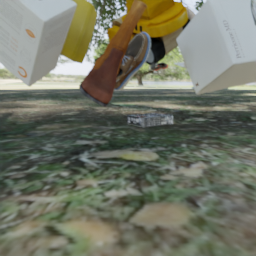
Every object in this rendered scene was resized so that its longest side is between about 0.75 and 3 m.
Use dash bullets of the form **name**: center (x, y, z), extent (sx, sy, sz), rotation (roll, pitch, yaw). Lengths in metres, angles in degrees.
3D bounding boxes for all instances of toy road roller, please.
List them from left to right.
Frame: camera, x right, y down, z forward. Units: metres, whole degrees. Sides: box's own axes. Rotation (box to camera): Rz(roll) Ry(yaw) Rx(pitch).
- **toy road roller**: center (0.479, -3.013, 7.524), extent (1.532, 1.820, 2.493), rotation (-37, 44, -18)

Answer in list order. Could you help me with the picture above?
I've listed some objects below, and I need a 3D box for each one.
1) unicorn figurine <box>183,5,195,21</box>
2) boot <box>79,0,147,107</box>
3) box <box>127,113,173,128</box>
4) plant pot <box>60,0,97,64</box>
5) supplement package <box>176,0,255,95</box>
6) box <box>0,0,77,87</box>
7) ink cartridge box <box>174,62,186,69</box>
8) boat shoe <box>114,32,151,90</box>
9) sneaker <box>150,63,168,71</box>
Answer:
- **unicorn figurine**: center (1.986, -2.698, 8.166), extent (0.733, 1.984, 1.363), rotation (-27, -19, 22)
- **boot**: center (-0.117, -1.173, 4.324), extent (0.527, 1.540, 1.450), rotation (32, 25, -11)
- **box**: center (0.748, -0.283, 9.606), extent (1.255, 0.312, 0.990), rotation (-7, 12, -34)
- **plant pot**: center (-2.265, -3.721, 9.907), extent (2.201, 1.941, 2.201), rotation (31, 9, -6)
- **supplement package**: center (2.605, -1.837, 6.169), extent (2.474, 1.446, 1.451), rotation (-13, -11, -20)
- **box**: center (-2.650, -2.609, 7.531), extent (1.231, 1.571, 2.526), rotation (-50, 2, -40)
- **ink cartridge box**: center (3.221, -2.571, 10.346), extent (1.634, 0.963, 2.838), rotation (-13, 30, -30)
- **boat shoe**: center (-0.043, -1.328, 5.714), extent (0.498, 1.375, 0.497), rotation (-7, 47, -49)
- **sneaker**: center (1.476, -3.061, 13.731), extent (0.939, 0.362, 0.384), rotation (-4, -22, 29)
